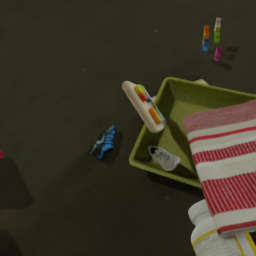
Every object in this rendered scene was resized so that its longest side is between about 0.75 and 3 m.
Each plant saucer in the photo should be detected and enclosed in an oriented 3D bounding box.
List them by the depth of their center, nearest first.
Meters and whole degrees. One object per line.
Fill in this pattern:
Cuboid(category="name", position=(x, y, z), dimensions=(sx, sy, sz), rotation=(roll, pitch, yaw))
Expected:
Cuboid(category="plant saucer", position=(1.704, 0.212, 6.521), dimensions=(2.621, 0.628, 2.625), rotation=(16, 62, 18))

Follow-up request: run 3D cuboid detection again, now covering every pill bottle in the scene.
Cuboid(category="pill bottle", position=(1.681, 2.149, 4.793), dimensions=(0.985, 0.985, 1.758), rotation=(-9, 49, -8))

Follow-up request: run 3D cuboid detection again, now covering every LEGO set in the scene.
Cuboid(category="LEGO set", position=(2.783, -2.908, 9.486), dimensions=(0.595, 0.641, 1.561), rotation=(5, 68, 9))

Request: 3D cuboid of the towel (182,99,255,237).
Cuboid(category="towel", position=(2.328, 0.478, 5.325), dimensions=(2.122, 0.335, 2.946), rotation=(-15, 38, 10))

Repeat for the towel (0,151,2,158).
Cuboid(category="towel", position=(-4.085, 0.751, 5.985), dimensions=(2.225, 0.250, 1.609), rotation=(-3, 6, 1))

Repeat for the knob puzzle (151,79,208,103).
Cuboid(category="knob puzzle", position=(1.873, -0.398, 7.473), dimensions=(2.478, 0.344, 2.478), rotation=(0, 50, -1))

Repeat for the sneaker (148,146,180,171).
Cuboid(category="sneaker", position=(0.729, 0.639, 6.070), dimensions=(0.363, 0.398, 0.972), rotation=(-52, 26, -12))

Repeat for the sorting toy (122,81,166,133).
Cuboid(category="sorting toy", position=(0.426, -0.486, 6.041), dimensions=(0.236, 1.296, 1.200), rotation=(-33, 86, 17))

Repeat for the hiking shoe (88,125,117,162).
Cuboid(category="hiking shoe", position=(-0.547, 0.380, 6.972), dimensions=(0.473, 0.406, 1.092), rotation=(41, 48, -3))
